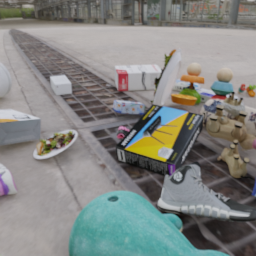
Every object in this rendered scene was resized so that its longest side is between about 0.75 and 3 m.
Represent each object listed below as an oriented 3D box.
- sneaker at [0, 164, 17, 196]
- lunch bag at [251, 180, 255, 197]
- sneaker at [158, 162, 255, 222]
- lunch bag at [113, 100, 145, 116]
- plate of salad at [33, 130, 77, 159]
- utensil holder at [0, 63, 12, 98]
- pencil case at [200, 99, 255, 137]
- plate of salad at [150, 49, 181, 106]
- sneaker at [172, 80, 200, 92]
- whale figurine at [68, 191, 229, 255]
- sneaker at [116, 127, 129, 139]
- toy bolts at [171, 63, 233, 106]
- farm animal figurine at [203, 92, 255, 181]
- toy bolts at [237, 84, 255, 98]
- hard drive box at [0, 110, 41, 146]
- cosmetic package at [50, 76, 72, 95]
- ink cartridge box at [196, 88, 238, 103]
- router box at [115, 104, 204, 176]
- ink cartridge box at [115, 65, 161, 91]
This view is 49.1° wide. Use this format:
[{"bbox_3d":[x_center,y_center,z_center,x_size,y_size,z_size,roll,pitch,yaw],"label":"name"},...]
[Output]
[{"bbox_3d":[-3.880,1.261,7.534,0.948,0.863,2.145,-29,38,-33],"label":"sneaker"},{"bbox_3d":[4.439,1.271,7.040,2.041,1.300,1.735,-11,25,-43],"label":"lunch bag"},{"bbox_3d":[1.747,1.372,6.303,2.154,1.244,0.808,1,-21,25],"label":"sneaker"},{"bbox_3d":[0.052,-0.884,12.084,1.363,0.515,1.092,6,10,-13],"label":"lunch bag"},{"bbox_3d":[-2.426,0.461,9.213,1.592,0.382,1.592,-19,25,10],"label":"plate of salad"},{"bbox_3d":[-6.915,-1.963,12.998,1.979,1.979,2.329,5,28,10],"label":"utensil holder"},{"bbox_3d":[4.048,-0.226,10.280,2.912,1.302,1.133,21,61,37],"label":"pencil case"},{"bbox_3d":[1.539,-2.027,11.908,0.685,2.850,2.850,25,31,12],"label":"plate of salad"},{"bbox_3d":[2.956,-2.197,15.043,1.760,0.632,0.638,10,35,28],"label":"sneaker"},{"bbox_3d":[0.251,1.914,4.636,2.843,1.475,2.262,1,16,41],"label":"whale figurine"},{"bbox_3d":[0.057,0.307,10.079,1.048,0.414,0.500,12,45,22],"label":"sneaker"},{"bbox_3d":[3.339,-1.918,12.522,2.600,1.803,2.484,16,16,28],"label":"toy bolts"},{"bbox_3d":[3.436,0.308,8.788,2.533,1.321,2.506,-36,51,-22],"label":"farm animal figurine"},{"bbox_3d":[6.190,-1.878,14.704,0.843,0.584,0.805,8,65,-5],"label":"toy bolts"},{"bbox_3d":[-4.313,-0.076,9.808,2.023,0.777,1.576,14,15,37],"label":"hard drive box"},{"bbox_3d":[-3.701,-2.357,15.349,0.863,0.606,1.701,-10,27,-20],"label":"cosmetic package"},{"bbox_3d":[4.217,-1.484,13.780,2.008,0.394,0.999,24,34,38],"label":"ink cartridge box"},{"bbox_3d":[1.100,0.302,9.078,1.954,0.669,2.619,15,41,25],"label":"router box"},{"bbox_3d":[0.559,-2.861,15.895,2.515,1.042,1.846,-3,26,-6],"label":"ink cartridge box"}]
